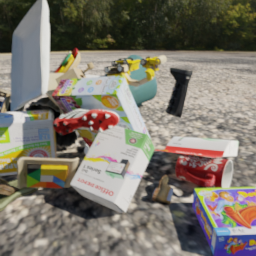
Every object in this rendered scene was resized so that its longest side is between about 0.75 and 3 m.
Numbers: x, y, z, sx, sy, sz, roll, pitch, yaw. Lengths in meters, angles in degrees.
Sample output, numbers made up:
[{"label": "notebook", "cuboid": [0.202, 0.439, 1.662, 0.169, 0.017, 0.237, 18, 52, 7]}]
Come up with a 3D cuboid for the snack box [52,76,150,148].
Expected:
[{"label": "snack box", "cuboid": [-0.639, -0.236, 8.098, 1.950, 2.742, 0.726, 0, 53, 23]}]

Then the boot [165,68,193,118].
[{"label": "boot", "cuboid": [1.506, -1.147, 8.922, 0.477, 1.454, 1.198, 7, 14, -14]}]

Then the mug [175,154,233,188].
[{"label": "mug", "cuboid": [2.028, 1.160, 7.735, 1.376, 0.918, 1.221, 10, -12, 36]}]

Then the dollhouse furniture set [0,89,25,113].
[{"label": "dollhouse furniture set", "cuboid": [-4.399, -0.554, 10.042, 1.020, 1.026, 1.455, 21, -24, -28]}]

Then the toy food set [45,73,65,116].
[{"label": "toy food set", "cuboid": [-2.236, -1.044, 9.222, 2.201, 0.665, 1.580, 43, 31, 21]}]

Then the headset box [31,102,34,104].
[{"label": "headset box", "cuboid": [-3.454, -0.534, 12.374, 1.498, 0.798, 1.720, 4, 15, -30]}]

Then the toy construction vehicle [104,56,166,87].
[{"label": "toy construction vehicle", "cuboid": [0.170, -1.983, 9.809, 2.125, 0.748, 1.850, 2, 23, 28]}]

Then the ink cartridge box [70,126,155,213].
[{"label": "ink cartridge box", "cuboid": [-0.362, 0.960, 7.029, 1.351, 0.784, 1.866, 15, 65, 28]}]

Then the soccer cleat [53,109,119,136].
[{"label": "soccer cleat", "cuboid": [-1.037, -0.223, 6.948, 1.733, 0.594, 0.738, -9, 31, 15]}]

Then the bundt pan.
[{"label": "bundt pan", "cuboid": [-2.571, -0.290, 10.002, 2.089, 2.089, 0.784, 8, 46, 20]}]

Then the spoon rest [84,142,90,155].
[{"label": "spoon rest", "cuboid": [-1.320, 0.713, 9.929, 0.632, 0.386, 1.273, -8, 20, -21]}]

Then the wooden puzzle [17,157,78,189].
[{"label": "wooden puzzle", "cuboid": [-2.010, 1.186, 6.995, 1.419, 1.312, 0.264, 1, 49, -19]}]

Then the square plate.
[{"label": "square plate", "cuboid": [-2.757, -1.891, 7.854, 0.370, 2.602, 2.577, 4, -10, -37]}]

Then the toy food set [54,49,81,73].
[{"label": "toy food set", "cuboid": [-2.683, -2.267, 11.430, 0.542, 2.205, 2.227, 36, 7, -21]}]

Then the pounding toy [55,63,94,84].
[{"label": "pounding toy", "cuboid": [-1.418, -1.475, 8.316, 1.066, 0.488, 0.936, -28, -1, 16]}]

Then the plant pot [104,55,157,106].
[{"label": "plant pot", "cuboid": [-0.126, -2.271, 15.184, 2.182, 2.719, 2.719, -32, 32, -24]}]

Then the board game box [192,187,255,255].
[{"label": "board game box", "cuboid": [2.841, 1.972, 6.153, 2.451, 0.549, 1.648, -1, 20, -3]}]

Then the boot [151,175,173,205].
[{"label": "boot", "cuboid": [1.009, 1.659, 7.428, 0.492, 0.379, 1.014, 19, 34, 18]}]

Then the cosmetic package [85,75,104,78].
[{"label": "cosmetic package", "cuboid": [-1.096, -1.139, 11.143, 1.663, 1.392, 1.383, 2, 41, -11]}]

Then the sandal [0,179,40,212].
[{"label": "sandal", "cuboid": [-3.180, 1.556, 7.187, 0.862, 0.619, 2.170, 14, 23, 30]}]

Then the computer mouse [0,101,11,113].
[{"label": "computer mouse", "cuboid": [-5.150, -0.586, 9.937, 2.214, 0.649, 0.377, -4, -23, -17]}]

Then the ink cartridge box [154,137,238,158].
[{"label": "ink cartridge box", "cuboid": [2.112, 0.554, 8.638, 1.909, 0.594, 2.372, 3, -4, 35]}]

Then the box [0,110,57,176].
[{"label": "box", "cuboid": [-3.767, 0.448, 8.667, 2.970, 1.671, 1.505, -6, 17, -13]}]
